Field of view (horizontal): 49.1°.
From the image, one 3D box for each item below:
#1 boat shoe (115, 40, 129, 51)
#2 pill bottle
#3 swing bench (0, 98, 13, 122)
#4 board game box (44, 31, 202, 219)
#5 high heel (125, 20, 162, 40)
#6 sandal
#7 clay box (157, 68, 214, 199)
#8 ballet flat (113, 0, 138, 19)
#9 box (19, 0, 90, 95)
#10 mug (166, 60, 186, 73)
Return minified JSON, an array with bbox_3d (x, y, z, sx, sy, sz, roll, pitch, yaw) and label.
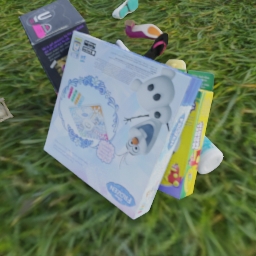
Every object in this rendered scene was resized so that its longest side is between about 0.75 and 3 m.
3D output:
[{"bbox_3d":[-0.171,-2.398,9.100,0.418,0.443,1.234,-42,52,13],"label":"boat shoe"},{"bbox_3d":[1.527,0.421,6.376,0.653,0.653,1.178,-21,49,-19],"label":"pill bottle"},{"bbox_3d":[-3.610,-0.410,7.154,0.893,0.583,0.898,-32,31,-29],"label":"swing bench"},{"bbox_3d":[-0.338,-0.152,5.504,2.727,2.714,0.591,30,20,29],"label":"board game box"},{"bbox_3d":[0.559,-3.263,9.830,1.507,0.723,0.508,21,73,16],"label":"high heel"},{"bbox_3d":[0.930,-2.478,8.875,1.229,0.462,0.277,-52,33,-6],"label":"sandal"},{"bbox_3d":[0.779,0.015,5.470,1.344,2.339,0.557,17,15,38],"label":"clay box"},{"bbox_3d":[-0.144,-4.986,11.673,0.528,0.528,1.520,24,52,21],"label":"ballet flat"},{"bbox_3d":[-1.506,-1.684,7.041,1.264,2.384,1.457,-27,50,-9],"label":"box"},{"bbox_3d":[1.355,-1.541,7.908,0.718,0.736,0.897,4,7,-16],"label":"mug"}]
